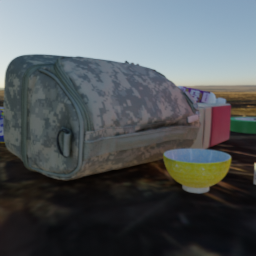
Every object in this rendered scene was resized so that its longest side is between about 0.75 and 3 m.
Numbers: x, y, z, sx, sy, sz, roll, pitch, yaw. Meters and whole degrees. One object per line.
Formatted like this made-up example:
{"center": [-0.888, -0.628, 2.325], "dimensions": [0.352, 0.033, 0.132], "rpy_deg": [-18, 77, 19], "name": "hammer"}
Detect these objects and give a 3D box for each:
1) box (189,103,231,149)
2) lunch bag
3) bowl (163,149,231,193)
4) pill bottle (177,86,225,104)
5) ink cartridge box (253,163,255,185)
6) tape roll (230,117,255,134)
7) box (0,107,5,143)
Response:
{"center": [1.734, -0.111, 7.099], "dimensions": [1.168, 0.996, 1.827], "rpy_deg": [6, 9, 37], "name": "box"}
{"center": [-0.379, -0.178, 4.747], "dimensions": [2.742, 1.910, 2.299], "rpy_deg": [-7, 23, -43], "name": "lunch bag"}
{"center": [0.915, 0.590, 3.763], "dimensions": [0.886, 0.477, 0.886], "rpy_deg": [-1, 7, 0], "name": "bowl"}
{"center": [3.110, -1.076, 12.474], "dimensions": [2.198, 1.234, 1.234], "rpy_deg": [14, 10, 12], "name": "pill bottle"}
{"center": [2.198, 0.677, 3.688], "dimensions": [0.679, 0.324, 0.773], "rpy_deg": [-1, 7, -17], "name": "ink cartridge box"}
{"center": [4.199, -0.103, 9.413], "dimensions": [1.666, 0.400, 1.666], "rpy_deg": [0, 8, 0], "name": "tape roll"}
{"center": [-3.827, -0.109, 7.512], "dimensions": [2.774, 0.892, 0.972], "rpy_deg": [1, 7, 8], "name": "box"}
